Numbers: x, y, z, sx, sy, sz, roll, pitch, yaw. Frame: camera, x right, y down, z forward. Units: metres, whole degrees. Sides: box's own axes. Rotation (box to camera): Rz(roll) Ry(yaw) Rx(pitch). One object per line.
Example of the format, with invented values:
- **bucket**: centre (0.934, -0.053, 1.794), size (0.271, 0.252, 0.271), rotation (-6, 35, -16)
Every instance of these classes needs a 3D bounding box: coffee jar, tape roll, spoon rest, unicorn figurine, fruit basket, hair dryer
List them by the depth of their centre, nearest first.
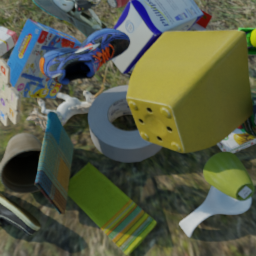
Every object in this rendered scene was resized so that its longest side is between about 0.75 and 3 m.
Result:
- **fruit basket**: centre (3.139, -2.104, 6.777), size (1.040, 0.750, 1.040), rotation (0, 36, 0)
- **coffee jar**: centre (3.952, -0.084, 7.352), size (0.943, 1.152, 2.210), rotation (-27, 20, -4)
- **spoon rest**: centre (2.572, 2.257, 8.122), size (2.346, 0.711, 1.165), rotation (-29, 58, -19)
- **hair dryer**: centre (-0.609, -4.820, 9.034), size (2.614, 0.710, 1.991), rotation (-8, 82, -10)
- **tape roll**: centre (0.025, -0.200, 9.805), size (2.780, 0.918, 2.780), rotation (0, 54, 0)
- **unicorn figurine**: centre (-2.296, -0.795, 10.358), size (1.771, 0.952, 2.579), rotation (34, 75, 11)

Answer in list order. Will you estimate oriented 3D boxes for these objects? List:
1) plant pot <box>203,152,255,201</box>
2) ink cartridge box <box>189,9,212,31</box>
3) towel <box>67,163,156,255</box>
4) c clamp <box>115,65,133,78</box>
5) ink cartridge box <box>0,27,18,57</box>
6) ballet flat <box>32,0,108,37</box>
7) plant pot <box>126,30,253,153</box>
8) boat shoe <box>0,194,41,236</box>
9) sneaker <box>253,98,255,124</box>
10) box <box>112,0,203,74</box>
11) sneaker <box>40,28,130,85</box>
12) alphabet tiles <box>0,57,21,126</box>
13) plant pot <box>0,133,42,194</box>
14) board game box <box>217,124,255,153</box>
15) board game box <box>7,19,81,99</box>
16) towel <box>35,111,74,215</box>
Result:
- **plant pot**: centre (2.390, 1.182, 6.417), size (0.939, 0.939, 1.004), rotation (-13, 25, -9)
- **ink cartridge box**: centre (2.009, -3.538, 9.348), size (1.279, 1.110, 0.278), rotation (34, 65, 7)
- **towel**: centre (-0.628, 2.291, 8.371), size (2.908, 0.263, 1.251), rotation (37, 61, 24)
- **c clamp**: centre (0.471, -2.768, 10.693), size (2.218, 0.352, 2.597), rotation (25, 58, 25)
- **ink cartridge box**: centre (-5.939, -3.831, 12.728), size (0.958, 0.555, 1.645), rotation (24, 57, 17)
- **ballet flat**: centre (-1.824, -3.900, 9.338), size (2.716, 0.865, 0.915), rotation (25, 46, -38)
- **plant pot**: centre (1.297, -0.715, 6.666), size (2.238, 2.253, 2.305), rotation (18, 52, 44)
- **boat shoe**: centre (-3.710, 2.378, 7.939), size (2.738, 0.978, 0.900), rotation (25, 66, 20)
- **sneaker**: centre (3.192, -0.109, 5.865), size (0.793, 0.927, 2.260), rotation (-3, 13, 14)
- **box**: centre (0.726, -3.012, 8.717), size (2.326, 2.139, 1.220), rotation (-33, 87, -32)
- **sneaker**: centre (-0.912, -1.646, 6.852), size (2.333, 0.879, 0.915), rotation (-30, 54, -14)
- **alphabet tiles**: centre (-3.107, -1.015, 6.619), size (0.142, 1.905, 1.948), rotation (-28, 65, -39)
- **plant pot**: centre (-3.142, 0.949, 8.707), size (1.657, 1.657, 1.438), rotation (-21, 39, -15)
- **board game box**: centre (3.508, -0.355, 10.204), size (1.637, 0.449, 2.593), rotation (-21, 56, -14)
- **board game box**: centre (-2.590, -1.942, 8.536), size (0.595, 2.130, 2.086), rotation (38, 17, 15)
- **towel**: centre (-2.106, 0.979, 8.202), size (0.275, 1.858, 2.533), rotation (-9, 47, 7)
